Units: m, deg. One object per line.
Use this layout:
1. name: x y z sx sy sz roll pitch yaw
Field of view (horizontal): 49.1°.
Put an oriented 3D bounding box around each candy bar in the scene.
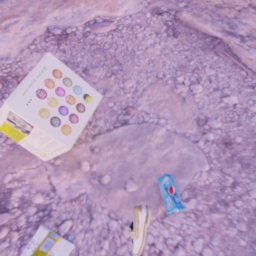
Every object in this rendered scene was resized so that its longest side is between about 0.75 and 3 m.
1. candy bar: -2.833 4.092 8.735 0.547 0.243 2.194 25 33 9

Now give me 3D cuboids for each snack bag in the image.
1. snack bag: -2.744 4.208 9.365 1.459 0.156 1.376 24 57 16

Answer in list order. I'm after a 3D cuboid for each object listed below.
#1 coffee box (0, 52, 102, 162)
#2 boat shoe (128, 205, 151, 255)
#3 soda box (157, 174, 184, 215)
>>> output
1. coffee box: -3.067 -0.643 10.624 2.605 2.634 2.630 39 57 -19
2. boat shoe: 0.275 3.224 8.915 0.590 1.726 0.645 9 11 -7
3. soda box: 1.539 2.433 10.342 0.449 0.474 1.399 19 42 -39
